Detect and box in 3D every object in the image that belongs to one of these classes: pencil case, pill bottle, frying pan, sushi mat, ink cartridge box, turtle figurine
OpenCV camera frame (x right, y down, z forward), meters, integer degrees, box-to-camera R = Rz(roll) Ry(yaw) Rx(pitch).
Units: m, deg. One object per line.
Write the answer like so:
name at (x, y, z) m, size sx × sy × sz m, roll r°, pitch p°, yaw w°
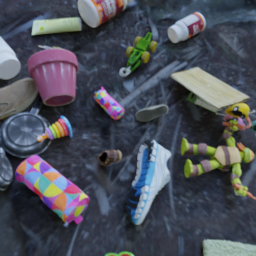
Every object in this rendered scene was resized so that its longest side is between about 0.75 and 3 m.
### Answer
pencil case at (-0.655, -0.810, 9.505) m, size 0.530 × 0.530 × 1.199 m, roll -37°, pitch 71°, yaw -18°
pill bottle at (2.292, -3.924, 11.042) m, size 1.382 × 0.757 × 0.757 m, roll -32°, pitch 66°, yaw -16°
pencil case at (-2.147, 1.745, 7.924) m, size 2.256 × 0.997 × 0.997 m, roll 36°, pitch 68°, yaw 19°
frying pan at (-2.989, -0.207, 9.234) m, size 1.615 × 0.435 × 2.670 m, roll 35°, pitch 61°, yaw 5°
sushi mat at (2.615, -1.372, 9.326) m, size 1.255 × 0.159 × 2.623 m, roll -16°, pitch 39°, yaw -21°
pill bottle at (-4.802, -2.679, 10.192) m, size 1.065 × 1.065 × 1.878 m, roll -38°, pitch 68°, yaw -18°
pill bottle at (-0.845, -5.155, 11.429) m, size 2.232 × 1.223 × 1.223 m, roll -40°, pitch 69°, yaw -20°
frying pan at (-3.750, 0.991, 8.397) m, size 0.331 × 1.232 × 2.036 m, roll -21°, pitch 28°, yaw 2°
ink cartridge box at (2.687, -1.035, 9.739) m, size 1.126 × 0.334 × 0.585 m, roll 26°, pitch 65°, yaw 13°
turtle figurine at (2.788, 0.743, 8.433) m, size 2.281 × 0.911 × 2.828 m, roll -1°, pitch 72°, yaw -3°

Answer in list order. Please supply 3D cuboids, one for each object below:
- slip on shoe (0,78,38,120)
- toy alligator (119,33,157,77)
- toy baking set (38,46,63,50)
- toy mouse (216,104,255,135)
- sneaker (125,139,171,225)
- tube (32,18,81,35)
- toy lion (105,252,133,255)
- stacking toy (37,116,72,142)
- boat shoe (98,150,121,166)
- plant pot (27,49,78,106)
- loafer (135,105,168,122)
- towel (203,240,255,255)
slip on shoe at (-4.293, -0.903, 9.380) m, size 2.756 × 0.835 × 1.048 m, roll -34°, pitch 67°, yaw -17°
toy alligator at (0.319, -2.602, 10.396) m, size 0.814 × 0.590 × 2.457 m, roll 24°, pitch 62°, yaw 17°
toy baking set at (-2.711, -2.925, 10.519) m, size 1.178 × 0.904 × 0.137 m, roll 22°, pitch 109°, yaw 4°
toy mouse at (3.719, -0.209, 8.777) m, size 1.749 × 1.968 × 0.381 m, roll 37°, pitch 80°, yaw -24°
sneaker at (0.708, 1.615, 8.048) m, size 1.050 × 0.908 × 2.423 m, roll 25°, pitch 75°, yaw -26°
tube at (-2.911, -4.117, 11.331) m, size 1.970 × 0.511 × 0.572 m, roll -3°, pitch 23°, yaw 4°
toy lion at (0.158, 4.390, 6.640) m, size 2.549 × 0.913 × 2.659 m, roll -5°, pitch 62°, yaw 5°
stacking toy at (-2.368, 0.142, 8.838) m, size 1.089 × 0.598 × 0.632 m, roll -27°, pitch 52°, yaw -22°
boat shoe at (-0.649, 0.861, 8.179) m, size 0.451 × 1.283 × 0.452 m, roll -1°, pitch 75°, yaw -26°
plant pot at (-2.431, -1.595, 9.434) m, size 1.646 × 1.646 × 1.474 m, roll -12°, pitch 78°, yaw -6°
loafer at (0.801, -0.499, 9.405) m, size 1.122 × 0.383 × 0.424 m, roll -13°, pitch 97°, yaw 11°
towel at (2.975, 3.738, 7.103) m, size 2.188 × 0.399 × 1.623 m, roll 8°, pitch 58°, yaw 5°
